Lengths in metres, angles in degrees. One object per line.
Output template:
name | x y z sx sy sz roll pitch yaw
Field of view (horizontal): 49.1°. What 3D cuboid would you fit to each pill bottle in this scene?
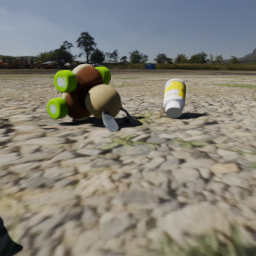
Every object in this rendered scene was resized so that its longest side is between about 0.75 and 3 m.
pill bottle | 1.712 -1.073 10.280 0.776 0.776 1.394 3 51 12

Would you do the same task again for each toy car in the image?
toy car | -0.949 -0.691 9.062 2.480 1.957 2.037 39 34 21
